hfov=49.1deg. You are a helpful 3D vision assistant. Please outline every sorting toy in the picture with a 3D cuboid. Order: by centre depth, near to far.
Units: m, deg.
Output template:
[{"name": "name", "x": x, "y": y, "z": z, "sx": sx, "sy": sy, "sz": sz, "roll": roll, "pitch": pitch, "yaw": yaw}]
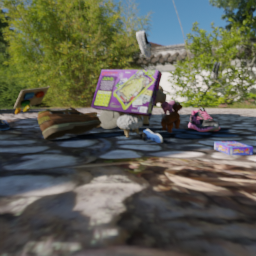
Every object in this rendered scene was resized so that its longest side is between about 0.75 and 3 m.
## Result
[{"name": "sorting toy", "x": -3.536, "y": -0.945, "z": 10.148, "sx": 1.136, "sy": 0.204, "sz": 1.525, "roll": -21, "pitch": -15, "yaw": -43}]

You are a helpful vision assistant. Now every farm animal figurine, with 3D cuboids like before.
[{"name": "farm animal figurine", "x": 0.763, "y": -1.022, "z": 11.299, "sx": 2.931, "sy": 1.545, "sz": 2.964, "roll": -10, "pitch": 27, "yaw": -9}]

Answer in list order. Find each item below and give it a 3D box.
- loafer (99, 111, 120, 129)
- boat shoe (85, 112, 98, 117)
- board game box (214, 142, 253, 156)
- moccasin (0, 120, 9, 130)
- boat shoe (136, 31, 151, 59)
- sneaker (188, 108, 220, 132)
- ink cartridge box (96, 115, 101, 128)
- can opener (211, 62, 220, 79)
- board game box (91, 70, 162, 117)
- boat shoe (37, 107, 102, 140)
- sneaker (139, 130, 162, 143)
[{"name": "loafer", "x": -0.331, "y": -0.809, "z": 13.052, "sx": 0.877, "sy": 1.002, "sz": 2.788, "roll": -34, "pitch": -1, "yaw": -45}, {"name": "boat shoe", "x": -1.631, "y": -0.506, "z": 12.074, "sx": 0.789, "sy": 0.247, "sz": 0.289, "roll": -12, "pitch": 36, "yaw": -44}, {"name": "board game box", "x": 2.878, "y": 0.556, "z": 7.732, "sx": 0.644, "sy": 0.215, "sz": 0.958, "roll": -1, "pitch": 6, "yaw": -6}, {"name": "moccasin", "x": -6.105, "y": -0.162, "z": 13.448, "sx": 0.591, "sy": 0.501, "sz": 1.468, "roll": 0, "pitch": 6, "yaw": -1}, {"name": "boat shoe", "x": 0.603, "y": -2.802, "z": 9.452, "sx": 0.336, "sy": 0.980, "sz": 0.353, "roll": -5, "pitch": 33, "yaw": 30}, {"name": "sneaker", "x": 3.500, "y": -0.405, "z": 13.111, "sx": 0.897, "sy": 1.083, "sz": 2.270, "roll": 0, "pitch": 7, "yaw": -16}, {"name": "ink cartridge box", "x": -2.008, "y": -0.385, "z": 15.076, "sx": 1.370, "sy": 0.625, "sz": 1.663, "roll": 0, "pitch": 5, "yaw": 15}, {"name": "can opener", "x": 3.242, "y": -2.138, "z": 10.379, "sx": 0.217, "sy": 0.274, "sz": 0.826, "roll": 24, "pitch": -23, "yaw": 19}, {"name": "board game box", "x": -0.130, "y": -1.344, "z": 10.342, "sx": 2.692, "sy": 1.615, "sz": 0.435, "roll": 10, "pitch": -5, "yaw": 38}, {"name": "boat shoe", "x": -2.126, "y": -0.330, "z": 10.776, "sx": 1.075, "sy": 1.016, "sz": 2.989, "roll": -32, "pitch": -11, "yaw": 27}, {"name": "sneaker", "x": 0.726, "y": 0.338, "z": 9.350, "sx": 0.468, "sy": 0.323, "sz": 0.841, "roll": -22, "pitch": 37, "yaw": -32}]
